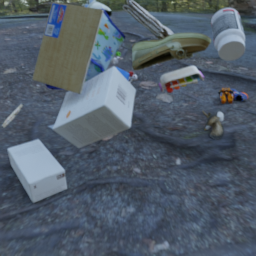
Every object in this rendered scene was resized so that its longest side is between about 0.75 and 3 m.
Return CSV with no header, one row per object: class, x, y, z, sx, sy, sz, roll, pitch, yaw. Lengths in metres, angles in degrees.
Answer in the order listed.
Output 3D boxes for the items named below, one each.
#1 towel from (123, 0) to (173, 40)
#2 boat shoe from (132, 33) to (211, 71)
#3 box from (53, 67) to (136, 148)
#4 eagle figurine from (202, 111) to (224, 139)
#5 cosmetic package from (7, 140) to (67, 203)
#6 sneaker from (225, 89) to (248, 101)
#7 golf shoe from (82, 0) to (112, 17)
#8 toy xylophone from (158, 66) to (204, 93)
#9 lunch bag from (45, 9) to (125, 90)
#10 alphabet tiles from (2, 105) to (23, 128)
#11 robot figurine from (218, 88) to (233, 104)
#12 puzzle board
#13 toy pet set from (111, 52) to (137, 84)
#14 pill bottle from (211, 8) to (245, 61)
towel,0.972,-3.830,10.439,1.846,0.480,2.785,43,20,7
boat shoe,1.280,-2.373,8.890,2.689,0.846,0.981,2,-3,33
box,-0.930,-0.532,7.953,1.988,1.057,1.513,-21,43,33
eagle figurine,3.350,-0.163,11.026,0.888,0.884,1.171,12,19,1
cosmetic package,-2.780,1.219,8.455,1.064,0.775,2.093,-19,36,-30
sneaker,5.310,-1.613,13.944,1.198,0.451,0.470,18,38,33
golf shoe,-1.748,-4.464,12.336,1.333,1.073,2.741,23,75,18
toy xylophone,1.876,-1.689,9.993,1.636,0.411,1.197,-11,38,12
lunch bag,-1.686,-2.554,10.022,2.645,1.686,2.249,-17,37,39
alphabet tiles,-3.780,-0.399,9.137,0.910,0.066,0.890,-36,28,24
robot figurine,4.820,-1.601,13.734,0.729,0.293,1.006,0,52,11
puzzle board,-1.712,-2.254,7.844,1.738,2.306,0.201,19,6,24
toy pet set,-0.342,-3.108,14.888,1.209,2.276,2.125,-2,48,44
pill bottle,2.615,-2.437,7.336,0.753,0.753,1.322,2,55,4
